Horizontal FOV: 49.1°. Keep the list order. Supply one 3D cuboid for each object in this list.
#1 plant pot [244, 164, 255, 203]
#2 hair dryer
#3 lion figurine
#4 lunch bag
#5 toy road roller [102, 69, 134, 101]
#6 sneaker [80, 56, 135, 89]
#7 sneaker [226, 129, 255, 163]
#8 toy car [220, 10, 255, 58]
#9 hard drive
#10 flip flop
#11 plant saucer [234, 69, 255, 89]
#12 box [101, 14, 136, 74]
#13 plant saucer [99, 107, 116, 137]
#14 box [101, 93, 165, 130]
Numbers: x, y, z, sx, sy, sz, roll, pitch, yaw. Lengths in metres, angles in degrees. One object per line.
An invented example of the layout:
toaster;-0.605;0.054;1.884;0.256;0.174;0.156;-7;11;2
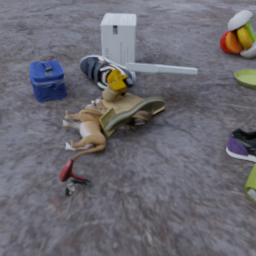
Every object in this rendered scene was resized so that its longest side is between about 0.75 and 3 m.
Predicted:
plant pot;3.571;1.361;7.141;1.190;1.113;1.113;-36;46;-22
hair dryer;-1.409;1.240;7.244;0.737;0.968;0.263;-18;24;-12
lion figurine;-1.233;0.123;9.147;1.627;0.963;2.657;5;45;-22
lunch bag;-3.439;-2.091;11.922;1.365;1.330;2.010;-13;35;-19
toy road roller;-0.536;-1.746;11.085;1.350;0.830;0.986;-30;80;-41
sneaker;-1.194;-2.537;12.751;2.941;1.153;1.168;19;32;24
sneaker;4.077;0.559;8.317;2.094;0.917;0.793;8;35;12
toy car;6.410;-5.205;16.240;2.067;2.413;2.757;-22;17;41
hard drive;1.291;-2.196;10.603;2.363;0.315;1.559;-6;16;-43
flip flop;0.293;-0.334;9.361;2.286;0.927;0.658;-26;67;-23
plant saucer;5.960;-2.261;13.126;1.914;0.297;1.914;0;33;0
box;-0.426;-4.245;14.131;1.617;2.461;2.474;1;34;1
plant saucer;-0.668;-0.204;9.575;0.185;0.762;0.762;6;39;37
box;0.002;-0.762;10.913;2.251;0.239;1.840;25;40;34
